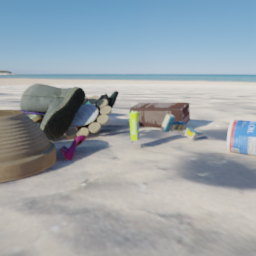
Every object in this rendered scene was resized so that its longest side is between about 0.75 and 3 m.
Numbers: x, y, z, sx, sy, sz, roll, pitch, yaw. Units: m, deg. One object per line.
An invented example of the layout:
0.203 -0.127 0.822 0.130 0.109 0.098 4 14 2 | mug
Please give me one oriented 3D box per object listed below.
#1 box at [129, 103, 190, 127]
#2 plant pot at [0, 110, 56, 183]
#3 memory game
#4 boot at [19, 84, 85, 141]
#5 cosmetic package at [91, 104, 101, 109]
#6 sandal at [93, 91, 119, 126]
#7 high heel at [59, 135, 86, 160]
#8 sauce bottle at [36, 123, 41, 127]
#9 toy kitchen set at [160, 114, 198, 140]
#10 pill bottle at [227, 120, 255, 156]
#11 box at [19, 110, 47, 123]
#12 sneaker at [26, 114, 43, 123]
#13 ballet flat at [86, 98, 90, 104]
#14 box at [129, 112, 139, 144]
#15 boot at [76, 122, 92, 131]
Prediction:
1.368 -0.583 12.115 2.360 0.884 1.182 1 19 28 | box
-3.409 0.291 7.206 2.950 1.362 2.950 -1 12 0 | plant pot
-1.729 -0.462 10.725 2.279 0.145 2.279 -8 46 8 | memory game
-3.254 -0.744 10.632 2.828 1.026 2.571 11 51 30 | boot
-1.530 -0.773 13.060 0.842 0.289 1.117 18 -33 -31 | cosmetic package
-1.056 -0.907 11.707 0.660 1.036 2.756 37 35 -11 | sandal
-1.461 0.570 7.998 0.475 0.333 0.988 38 49 18 | high heel
-4.216 0.021 9.849 2.490 0.806 0.806 4 12 8 | sauce bottle
1.791 -0.011 9.480 1.019 0.600 0.816 -1 30 -40 | toy kitchen set
3.801 0.320 7.932 1.768 0.992 0.992 7 13 30 | pill bottle
-4.238 -0.309 11.616 1.990 0.785 1.404 0 9 -1 | box
-3.601 -0.290 10.410 0.433 0.579 1.290 -26 -7 -39 | sneaker
-2.444 -1.148 14.138 2.703 1.022 0.864 18 -15 -17 | ballet flat
0.196 -0.006 8.673 0.228 0.958 0.584 -2 8 8 | box
-2.001 -0.208 11.062 1.450 0.556 1.126 -26 43 8 | boot
